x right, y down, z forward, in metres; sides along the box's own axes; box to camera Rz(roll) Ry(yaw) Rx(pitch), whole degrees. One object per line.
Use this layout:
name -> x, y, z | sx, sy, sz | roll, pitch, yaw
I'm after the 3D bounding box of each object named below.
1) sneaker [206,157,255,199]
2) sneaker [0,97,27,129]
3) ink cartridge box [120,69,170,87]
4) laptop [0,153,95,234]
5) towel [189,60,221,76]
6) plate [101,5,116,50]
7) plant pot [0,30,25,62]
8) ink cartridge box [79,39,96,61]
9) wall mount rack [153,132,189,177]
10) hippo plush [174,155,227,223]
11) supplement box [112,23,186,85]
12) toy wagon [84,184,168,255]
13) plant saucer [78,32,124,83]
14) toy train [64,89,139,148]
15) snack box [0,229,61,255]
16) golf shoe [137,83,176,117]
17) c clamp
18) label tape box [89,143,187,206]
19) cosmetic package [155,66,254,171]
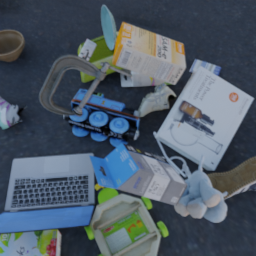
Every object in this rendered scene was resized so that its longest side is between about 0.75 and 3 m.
sneaker -> 3.320, 1.750, 8.799 | 2.416, 1.311, 0.847 | -29, 59, 17
sneaker -> -4.432, -0.757, 10.625 | 1.114, 0.619, 1.592 | -20, 67, -15
ink cartridge box -> 0.753, -2.414, 11.605 | 2.184, 0.735, 1.279 | -5, 52, -3
laptop -> -2.423, 1.734, 8.177 | 2.768, 1.713, 2.956 | -4, 55, -3
towel -> 3.323, -2.503, 12.074 | 1.203, 0.143, 0.884 | 21, 56, 12
plate -> -0.728, -3.906, 10.939 | 0.215, 1.684, 1.684 | -16, 57, -14
plant pot -> -5.346, -3.479, 12.350 | 1.692, 0.781, 1.692 | 0, 55, 1
ink cartridge box -> -1.456, -2.593, 9.697 | 0.359, 0.867, 0.636 | 26, 14, -17
wall mount rack -> 0.931, 1.174, 9.129 | 2.020, 0.753, 1.755 | -29, 56, -24
hippo plush -> 1.986, 1.943, 7.699 | 1.308, 1.321, 1.643 | -30, 35, 20
supplement box -> 0.681, -2.403, 9.052 | 2.193, 0.806, 1.382 | 15, 48, -12
toy wagon -> -0.201, 2.745, 8.200 | 2.057, 0.525, 2.651 | -23, 58, -16
plant saucer -> -1.075, -3.161, 11.798 | 2.305, 0.552, 2.302 | -19, 50, 5
toy train -> -0.856, -0.365, 9.987 | 2.763, 1.198, 1.579 | 15, 51, 10
snack box -> -2.656, 3.900, 7.346 | 1.580, 0.589, 2.222 | -4, 55, -3
golf shoe -> 1.112, -0.949, 10.680 | 0.903, 0.727, 1.858 | 37, 64, 16
c clamp -> -1.449, -1.158, 8.509 | 2.133, 2.497, 0.338 | 26, 34, -29
label tape box -> 0.182, 0.900, 6.040 | 1.815, 0.574, 1.308 | 20, 13, -23
cosmetic package -> 2.520, -0.316, 9.314 | 2.108, 0.722, 2.796 | 31, 82, -2
